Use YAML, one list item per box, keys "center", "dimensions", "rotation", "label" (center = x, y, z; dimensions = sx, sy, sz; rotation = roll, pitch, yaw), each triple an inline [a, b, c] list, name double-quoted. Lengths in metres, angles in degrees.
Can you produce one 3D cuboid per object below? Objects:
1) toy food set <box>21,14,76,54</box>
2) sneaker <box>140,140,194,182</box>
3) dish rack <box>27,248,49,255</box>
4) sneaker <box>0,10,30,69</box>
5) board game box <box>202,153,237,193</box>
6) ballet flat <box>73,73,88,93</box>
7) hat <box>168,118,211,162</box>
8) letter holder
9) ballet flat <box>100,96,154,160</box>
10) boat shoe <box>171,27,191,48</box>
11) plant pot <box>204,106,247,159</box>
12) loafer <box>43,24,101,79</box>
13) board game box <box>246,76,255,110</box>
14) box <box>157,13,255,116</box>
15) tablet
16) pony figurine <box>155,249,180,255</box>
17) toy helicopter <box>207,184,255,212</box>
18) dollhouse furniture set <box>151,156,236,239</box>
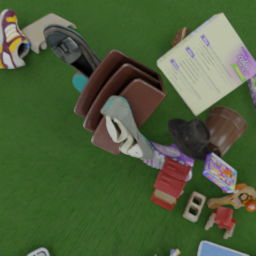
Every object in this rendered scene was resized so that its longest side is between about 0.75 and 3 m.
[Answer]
- center: [-3.178, -3.735, 11.056]
  dimensions: [1.895, 0.572, 1.360]
  rotation: [-41, 57, -21]
  label: "toy food set"
- center: [1.130, 0.803, 8.400]
  dimensions: [1.933, 0.778, 0.855]
  rotation: [27, 53, 21]
  label: "sneaker"
- center: [-2.309, 3.757, 7.045]
  dimensions: [0.974, 0.247, 1.135]
  rotation: [-26, 64, -14]
  label: "dish rack"
- center: [-4.253, -3.349, 10.587]
  dimensions: [1.167, 0.971, 2.590]
  rotation: [-1, 70, 0]
  label: "sneaker"
- center: [2.200, 1.079, 6.692]
  dimensions: [0.859, 0.192, 0.578]
  rotation: [36, 52, -14]
  label: "board game box"
- center: [-0.538, -1.244, 9.546]
  dimensions: [2.789, 0.940, 0.888]
  rotation: [23, 36, 14]
  label: "ballet flat"
- center: [1.677, 0.129, 7.111]
  dimensions: [1.486, 0.600, 1.486]
  rotation: [26, 35, -19]
  label: "hat"
- center: [-0.388, -0.689, 7.779]
  dimensions: [1.703, 2.397, 1.205]
  rotation: [26, 31, -22]
  label: "letter holder"
- center: [-0.045, 0.233, 7.145]
  dimensions: [0.787, 2.336, 0.744]
  rotation: [13, 53, 41]
  label: "ballet flat"
- center: [1.944, -3.139, 10.719]
  dimensions: [0.536, 0.572, 1.588]
  rotation: [4, 64, 40]
  label: "boat shoe"
- center: [2.679, 0.216, 8.374]
  dimensions: [1.240, 1.240, 1.228]
  rotation: [34, 67, 17]
  label: "plant pot"
- center: [-1.478, -2.082, 8.125]
  dimensions: [0.835, 2.325, 0.731]
  rotation: [-20, 65, 23]
  label: "loafer"
- center: [4.971, -0.892, 9.577]
  dimensions: [1.288, 0.347, 2.146]
  rotation: [1, 61, -4]
  label: "board game box"
- center: [2.049, -1.658, 7.431]
  dimensions: [1.971, 0.953, 1.734]
  rotation: [-37, 102, 17]
  label: "box"
- center: [2.897, 3.995, 6.775]
  dimensions: [2.631, 0.180, 1.712]
  rotation: [14, 58, 16]
  label: "tablet"
- center: [0.968, 3.510, 6.969]
  dimensions: [1.001, 0.834, 0.966]
  rotation: [-28, 73, -31]
  label: "pony figurine"
- center: [2.856, 1.938, 7.761]
  dimensions: [1.342, 0.887, 0.529]
  rotation: [-17, 32, 10]
  label: "toy helicopter"
- center: [1.844, 1.873, 7.498]
  dimensions: [2.369, 1.275, 0.963]
  rotation: [24, 62, 12]
  label: "dollhouse furniture set"
